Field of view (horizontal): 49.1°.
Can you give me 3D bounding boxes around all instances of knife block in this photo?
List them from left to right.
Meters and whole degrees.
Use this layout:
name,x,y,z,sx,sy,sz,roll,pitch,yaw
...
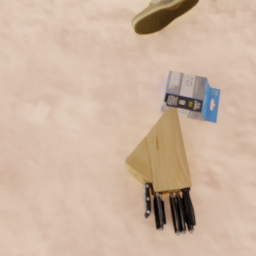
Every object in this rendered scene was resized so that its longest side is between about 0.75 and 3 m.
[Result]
name,x,y,z,sx,sy,sz,roll,pitch,yaw
knife block,1.248,1.251,7.518,2.512,0.916,2.862,37,72,12

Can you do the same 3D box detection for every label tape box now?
name,x,y,z,sx,sy,sz,roll,pitch,yaw
label tape box,1.979,-0.959,8.572,1.737,0.550,1.252,12,69,5

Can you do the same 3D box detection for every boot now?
name,x,y,z,sx,sy,sz,roll,pitch,yaw
boot,0.859,-4.565,9.767,2.735,0.986,2.115,-33,70,-10
